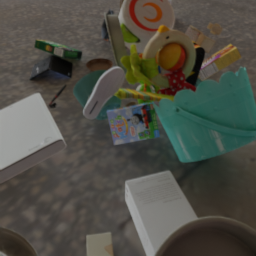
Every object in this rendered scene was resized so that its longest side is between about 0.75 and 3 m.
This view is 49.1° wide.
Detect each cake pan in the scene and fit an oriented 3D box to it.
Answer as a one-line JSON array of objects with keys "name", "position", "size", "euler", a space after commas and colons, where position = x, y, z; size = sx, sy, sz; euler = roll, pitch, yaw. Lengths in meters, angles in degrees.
[{"name": "cake pan", "position": [1.484, 2.863, 4.583], "size": [2.670, 0.490, 2.670], "euler": [4, 67, -9]}, {"name": "cake pan", "position": [-0.316, -2.837, 9.793], "size": [0.437, 2.380, 2.380], "euler": [-13, 39, 3]}]

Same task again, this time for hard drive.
[{"name": "hard drive", "position": [-2.268, 0.085, 5.897], "size": [1.429, 0.285, 2.166], "euler": [-29, 39, -11]}]

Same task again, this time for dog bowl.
[{"name": "dog bowl", "position": [-2.830, 3.165, 4.771], "size": [2.871, 0.842, 2.871], "euler": [0, 38, 0]}]

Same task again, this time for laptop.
[{"name": "laptop", "position": [-3.380, -2.525, 12.416], "size": [1.595, 0.824, 1.414], "euler": [-24, 38, 11]}]

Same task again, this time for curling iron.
[{"name": "curling iron", "position": [-2.021, -0.905, 8.067], "size": [0.206, 0.833, 0.106], "euler": [24, 14, -46]}]

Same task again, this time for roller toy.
[{"name": "roller toy", "position": [0.806, -5.015, 13.460], "size": [2.775, 1.939, 2.531], "euler": [1, 79, -13]}]

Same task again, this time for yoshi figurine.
[{"name": "yoshi figurine", "position": [0.565, -1.400, 8.926], "size": [0.976, 0.973, 1.737], "euler": [-6, 72, 41]}]

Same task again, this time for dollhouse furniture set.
[{"name": "dollhouse furniture set", "position": [2.273, -3.347, 9.934], "size": [0.761, 1.329, 1.558], "euler": [0, 38, -47]}]

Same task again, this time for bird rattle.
[{"name": "bird rattle", "position": [1.148, -1.698, 8.016], "size": [2.509, 2.046, 1.414], "euler": [24, 18, -20]}]

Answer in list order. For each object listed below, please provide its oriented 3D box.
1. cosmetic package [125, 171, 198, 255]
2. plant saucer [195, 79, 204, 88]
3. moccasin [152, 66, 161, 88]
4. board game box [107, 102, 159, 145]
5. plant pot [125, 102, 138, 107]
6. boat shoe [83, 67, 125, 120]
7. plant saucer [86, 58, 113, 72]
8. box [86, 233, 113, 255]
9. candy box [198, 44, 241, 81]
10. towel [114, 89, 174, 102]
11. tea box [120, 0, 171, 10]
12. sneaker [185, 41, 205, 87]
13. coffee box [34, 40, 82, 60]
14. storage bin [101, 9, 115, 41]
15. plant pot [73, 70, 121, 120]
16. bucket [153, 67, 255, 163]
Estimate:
[{"name": "cosmetic package", "position": [0.827, 2.120, 6.070], "size": [1.195, 0.871, 2.351], "euler": [-11, 42, -13]}, {"name": "plant saucer", "position": [2.615, -1.484, 10.972], "size": [1.779, 0.244, 1.779], "euler": [-1, 40, 1]}, {"name": "moccasin", "position": [0.908, -1.886, 9.721], "size": [0.385, 1.130, 0.454], "euler": [14, 31, 33]}, {"name": "board game box", "position": [0.155, -0.122, 8.256], "size": [1.388, 1.050, 0.254], "euler": [-11, 16, 4]}, {"name": "plant pot", "position": [0.148, -0.606, 9.390], "size": [0.821, 0.379, 0.821], "euler": [-19, 39, 16]}, {"name": "boat shoe", "position": [-0.694, -0.952, 7.233], "size": [0.563, 1.563, 0.554], "euler": [34, 14, -25]}, {"name": "plant saucer", "position": [-1.282, -2.770, 12.599], "size": [1.212, 0.222, 1.212], "euler": [0, 41, 0]}, {"name": "box", "position": [-0.511, 2.796, 5.405], "size": [0.519, 0.634, 1.335], "euler": [-5, 40, -7]}, {"name": "candy box", "position": [3.317, -2.455, 10.545], "size": [1.604, 0.453, 0.936], "euler": [-29, 18, 18]}, {"name": "towel", "position": [1.041, -0.736, 7.643], "size": [2.792, 0.252, 1.202], "euler": [7, 14, -12]}, {"name": "tea box", "position": [1.098, -7.665, 17.530], "size": [2.386, 1.621, 2.426], "euler": [24, 45, 28]}, {"name": "sneaker", "position": [1.910, -1.998, 9.630], "size": [0.726, 2.075, 0.934], "euler": [-8, 46, -25]}, {"name": "coffee box", "position": [-3.314, -3.702, 13.248], "size": [1.984, 0.436, 1.220], "euler": [24, 21, 28]}, {"name": "storage bin", "position": [-0.625, -5.200, 14.924], "size": [1.292, 1.400, 1.924], "euler": [19, 34, -21]}, {"name": "plant pot", "position": [-0.896, -0.982, 9.247], "size": [1.465, 1.465, 1.175], "euler": [-21, 67, -24]}, {"name": "bucket", "position": [2.160, -0.308, 7.486], "size": [2.695, 1.754, 2.695], "euler": [-22, 0, 0]}]
